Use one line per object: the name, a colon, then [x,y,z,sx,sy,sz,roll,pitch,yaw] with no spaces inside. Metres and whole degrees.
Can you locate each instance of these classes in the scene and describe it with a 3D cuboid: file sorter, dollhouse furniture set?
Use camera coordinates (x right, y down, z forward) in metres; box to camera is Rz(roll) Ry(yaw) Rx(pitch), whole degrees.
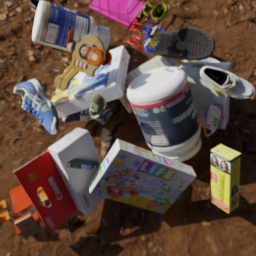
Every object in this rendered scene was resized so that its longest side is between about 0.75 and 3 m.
file sorter: [-0.523,-6.138,13.017,2.276,1.428,1.582,30,72,11]
dollhouse furniture set: [-3.500,2.620,9.366,1.973,1.016,1.951,-26,42,-17]

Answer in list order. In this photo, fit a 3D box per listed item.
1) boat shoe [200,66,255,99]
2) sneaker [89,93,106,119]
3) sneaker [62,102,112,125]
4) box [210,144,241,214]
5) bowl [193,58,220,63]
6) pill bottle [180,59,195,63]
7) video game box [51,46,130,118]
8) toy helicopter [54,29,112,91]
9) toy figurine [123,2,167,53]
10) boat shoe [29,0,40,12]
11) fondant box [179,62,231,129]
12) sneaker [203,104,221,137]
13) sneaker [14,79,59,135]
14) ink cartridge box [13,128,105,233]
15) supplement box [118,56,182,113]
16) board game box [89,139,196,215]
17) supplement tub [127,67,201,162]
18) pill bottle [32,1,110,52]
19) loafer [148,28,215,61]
boat shoe: [2.936,-1.358,8.254,1.708,0.561,0.615,32,102,7]
sneaker: [-0.992,-0.615,8.757,0.411,1.227,0.551,32,78,4]
sneaker: [-1.528,-0.471,10.986,1.915,0.671,1.039,-30,74,-20]
box: [3.106,1.650,8.994,0.538,2.149,0.809,-25,32,-25]
bowl: [3.243,-2.082,11.803,1.628,0.732,1.628,-2,68,5]
pill bottle: [2.687,-3.084,12.174,1.485,0.826,0.826,-19,70,-7]
video game box: [-1.414,-1.757,10.584,2.856,0.668,2.602,-16,38,21]
toy helicopter: [-1.690,-2.108,9.042,2.206,0.870,1.459,-41,88,22]
toy figurine: [0.714,-3.060,9.106,0.894,1.015,1.694,21,80,30]
boat shoe: [-4.040,-5.668,13.353,1.532,0.461,0.546,27,71,10]
fondant box: [2.829,-1.194,10.411,1.723,2.388,0.696,6,35,25]
sneaker: [2.956,-0.215,9.957,0.439,1.246,0.582,23,46,28]
sneaker: [-2.958,-0.629,9.129,0.842,0.828,2.186,-19,63,-38]
ink cartridge box: [-1.894,1.783,8.985,0.618,2.763,2.435,16,43,43]
supplement box: [0.858,-1.840,11.281,2.533,1.596,0.931,-33,73,-11]
board game box: [0.467,1.683,9.093,2.906,1.953,0.497,22,26,-23]
supplement tub: [1.345,-0.436,9.782,2.055,2.928,2.055,-18,31,11]
pill bottle: [-2.304,-3.949,11.536,2.933,1.628,1.628,10,66,-27]
loafer: [1.896,-2.865,9.725,2.754,0.978,1.006,23,104,45]
